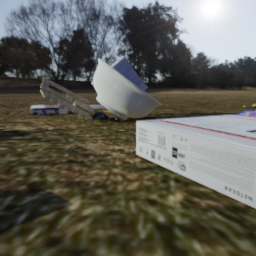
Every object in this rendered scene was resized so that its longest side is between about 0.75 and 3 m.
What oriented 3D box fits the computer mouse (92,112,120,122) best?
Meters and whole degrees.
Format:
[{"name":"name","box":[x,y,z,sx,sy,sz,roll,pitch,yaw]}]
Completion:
[{"name":"computer mouse","box":[-0.839,-0.425,10.667,0.476,0.276,1.624,-6,11,-41]}]

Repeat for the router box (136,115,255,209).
[{"name":"router box","box":[1.835,0.285,4.566,2.452,0.667,2.732,-4,10,-27]}]

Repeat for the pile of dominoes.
[{"name":"pile of dominoes","box":[-2.363,-0.986,10.612,2.167,0.345,1.689,27,22,-20]}]

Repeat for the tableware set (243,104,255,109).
[{"name":"tableware set","box":[6.323,-0.627,11.263,2.726,0.546,1.802,4,-4,-13]}]

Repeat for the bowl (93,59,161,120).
[{"name":"bowl","box":[-0.279,-1.221,10.550,2.917,1.311,2.917,37,7,-5]}]

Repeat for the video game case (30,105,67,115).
[{"name":"video game case","box":[-3.817,-0.879,13.474,1.639,0.324,1.809,-3,9,-18]}]

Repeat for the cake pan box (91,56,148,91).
[{"name":"cake pan box","box":[-0.330,-1.875,12.168,1.910,1.759,0.500,-41,25,4]}]

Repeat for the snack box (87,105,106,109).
[{"name":"snack box","box":[-1.800,-1.233,16.351,1.408,0.171,0.506,0,9,3]}]

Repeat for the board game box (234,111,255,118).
[{"name":"board game box","box":[3.906,-0.142,8.059,1.432,0.477,2.131,6,10,34]}]
